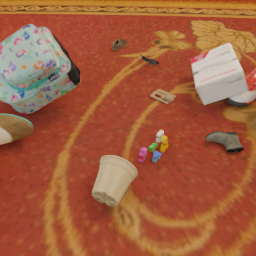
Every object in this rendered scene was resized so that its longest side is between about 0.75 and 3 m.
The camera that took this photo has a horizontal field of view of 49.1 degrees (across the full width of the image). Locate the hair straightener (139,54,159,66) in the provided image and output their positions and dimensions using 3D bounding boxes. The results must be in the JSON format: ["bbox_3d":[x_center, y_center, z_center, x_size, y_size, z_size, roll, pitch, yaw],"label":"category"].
[{"bbox_3d":[0.829,-2.905,11.857,0.976,0.200,0.375,38,36,25],"label":"hair straightener"}]

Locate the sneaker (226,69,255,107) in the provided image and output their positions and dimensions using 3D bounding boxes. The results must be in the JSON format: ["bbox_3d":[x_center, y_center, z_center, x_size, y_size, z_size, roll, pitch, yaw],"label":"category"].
[{"bbox_3d":[4.488,-1.796,9.821,2.614,1.401,0.873,-26,47,-27],"label":"sneaker"}]

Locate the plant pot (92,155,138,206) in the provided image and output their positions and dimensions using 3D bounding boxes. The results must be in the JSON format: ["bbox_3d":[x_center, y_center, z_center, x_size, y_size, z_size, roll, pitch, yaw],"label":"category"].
[{"bbox_3d":[-0.385,1.303,6.668,0.991,0.991,0.907,14,54,16],"label":"plant pot"}]

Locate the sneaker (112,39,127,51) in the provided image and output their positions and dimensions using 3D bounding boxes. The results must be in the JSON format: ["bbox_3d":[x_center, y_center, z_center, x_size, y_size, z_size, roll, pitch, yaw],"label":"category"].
[{"bbox_3d":[-0.374,-4.019,13.196,0.380,0.407,1.078,20,45,22],"label":"sneaker"}]

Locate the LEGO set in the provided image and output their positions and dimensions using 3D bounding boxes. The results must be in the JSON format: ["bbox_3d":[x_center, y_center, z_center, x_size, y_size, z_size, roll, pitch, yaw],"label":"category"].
[{"bbox_3d":[0.829,0.467,7.858,0.486,0.523,1.275,24,46,24],"label":"LEGO set"}]

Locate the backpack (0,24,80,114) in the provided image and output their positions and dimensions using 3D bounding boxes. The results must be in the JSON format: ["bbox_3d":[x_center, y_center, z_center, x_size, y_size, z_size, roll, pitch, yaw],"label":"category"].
[{"bbox_3d":[-3.106,-1.783,8.898,2.523,1.900,2.240,-35,69,4],"label":"backpack"}]

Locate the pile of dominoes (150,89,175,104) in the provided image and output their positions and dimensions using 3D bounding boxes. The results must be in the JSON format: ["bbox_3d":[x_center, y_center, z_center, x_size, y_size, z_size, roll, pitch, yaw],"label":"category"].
[{"bbox_3d":[1.267,-1.178,10.027,0.764,0.122,0.595,28,48,19],"label":"pile of dominoes"}]

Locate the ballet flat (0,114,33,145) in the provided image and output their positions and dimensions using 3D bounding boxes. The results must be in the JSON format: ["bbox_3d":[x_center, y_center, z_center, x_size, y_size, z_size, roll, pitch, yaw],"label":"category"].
[{"bbox_3d":[-4.028,0.032,8.127,2.627,0.891,0.950,13,48,18],"label":"ballet flat"}]

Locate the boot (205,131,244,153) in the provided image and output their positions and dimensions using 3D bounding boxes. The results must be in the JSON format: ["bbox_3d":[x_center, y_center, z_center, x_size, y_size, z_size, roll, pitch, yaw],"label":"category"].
[{"bbox_3d":[2.790,0.423,8.088,0.976,0.331,0.638,-3,46,-1],"label":"boot"}]

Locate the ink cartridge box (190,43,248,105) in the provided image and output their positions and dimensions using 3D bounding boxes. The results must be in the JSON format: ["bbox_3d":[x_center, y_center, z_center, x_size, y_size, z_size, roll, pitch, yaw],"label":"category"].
[{"bbox_3d":[3.180,-1.938,9.987,1.541,0.884,2.121,-19,37,21],"label":"ink cartridge box"}]
